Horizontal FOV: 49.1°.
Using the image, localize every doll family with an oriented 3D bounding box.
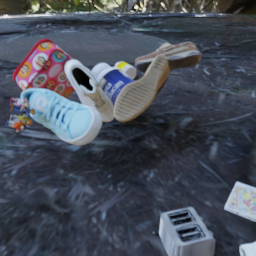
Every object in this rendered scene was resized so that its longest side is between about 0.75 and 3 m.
[{"bbox_3d":[-2.588,-0.340,6.870,0.556,0.895,0.403,14,12,-2],"label":"doll family"}]

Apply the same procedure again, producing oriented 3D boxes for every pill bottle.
[{"bbox_3d":[-0.195,-3.081,15.005,0.763,0.763,1.397,-13,32,-24],"label":"pill bottle"},{"bbox_3d":[-0.432,-1.495,10.784,1.319,1.319,2.375,-22,51,-35],"label":"pill bottle"}]

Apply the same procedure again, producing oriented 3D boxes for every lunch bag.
[{"bbox_3d":[-2.761,-1.726,9.910,1.005,2.162,2.454,40,3,18],"label":"lunch bag"}]

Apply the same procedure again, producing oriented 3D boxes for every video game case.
[{"bbox_3d":[2.920,1.762,6.616,0.981,0.123,1.078,17,32,29],"label":"video game case"}]

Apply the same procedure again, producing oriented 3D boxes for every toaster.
[{"bbox_3d":[1.086,2.104,5.492,0.979,0.581,0.885,-8,28,-13],"label":"toaster"}]

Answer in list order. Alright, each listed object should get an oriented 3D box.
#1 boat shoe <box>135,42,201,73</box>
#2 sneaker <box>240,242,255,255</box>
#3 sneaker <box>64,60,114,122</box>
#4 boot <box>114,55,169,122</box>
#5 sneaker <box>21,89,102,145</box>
[{"bbox_3d":[1.295,-2.378,9.419,2.200,0.833,0.790,-9,65,-3],"label":"boat shoe"},{"bbox_3d":[2.509,2.537,4.832,0.804,0.513,1.391,-7,19,-9],"label":"sneaker"},{"bbox_3d":[-1.149,-1.006,8.860,0.893,2.423,1.400,-38,22,-1],"label":"sneaker"},{"bbox_3d":[0.471,-0.903,8.778,0.903,2.077,2.497,34,75,11],"label":"boot"},{"bbox_3d":[-1.934,-0.371,7.256,2.972,1.098,1.218,17,-7,44],"label":"sneaker"}]
